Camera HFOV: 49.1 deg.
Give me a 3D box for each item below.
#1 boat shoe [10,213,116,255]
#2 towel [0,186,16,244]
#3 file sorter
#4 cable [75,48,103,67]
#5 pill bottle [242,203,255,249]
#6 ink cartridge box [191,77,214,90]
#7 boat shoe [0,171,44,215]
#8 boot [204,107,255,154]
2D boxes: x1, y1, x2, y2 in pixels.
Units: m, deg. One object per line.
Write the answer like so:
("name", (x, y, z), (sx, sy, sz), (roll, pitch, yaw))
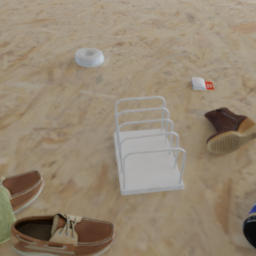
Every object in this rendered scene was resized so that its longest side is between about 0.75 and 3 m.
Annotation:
("boat shoe", (-1.545, 2.512, 6.621), (2.524, 0.906, 0.956), (-3, 39, -4))
("towel", (-3.335, 2.206, 6.875), (1.009, 1.360, 0.248), (-20, 3, -31))
("file sorter", (0.546, 0.434, 8.613), (1.829, 1.641, 2.636), (-5, 40, -5))
("cable", (-2.011, -3.672, 14.514), (1.451, 0.502, 1.451), (-10, 41, -10))
("pill bottle", (3.784, 2.079, 6.978), (1.135, 1.135, 2.030), (28, 46, 30))
("ink cartridge box", (3.391, -2.011, 12.733), (0.958, 0.273, 0.779), (-1, 39, 6))
("boat shoe", (-3.582, 1.825, 7.397), (2.761, 0.991, 1.045), (-25, 46, -28))
("boot", (3.280, 0.022, 9.938), (2.308, 0.835, 1.920), (-15, 32, -20))
